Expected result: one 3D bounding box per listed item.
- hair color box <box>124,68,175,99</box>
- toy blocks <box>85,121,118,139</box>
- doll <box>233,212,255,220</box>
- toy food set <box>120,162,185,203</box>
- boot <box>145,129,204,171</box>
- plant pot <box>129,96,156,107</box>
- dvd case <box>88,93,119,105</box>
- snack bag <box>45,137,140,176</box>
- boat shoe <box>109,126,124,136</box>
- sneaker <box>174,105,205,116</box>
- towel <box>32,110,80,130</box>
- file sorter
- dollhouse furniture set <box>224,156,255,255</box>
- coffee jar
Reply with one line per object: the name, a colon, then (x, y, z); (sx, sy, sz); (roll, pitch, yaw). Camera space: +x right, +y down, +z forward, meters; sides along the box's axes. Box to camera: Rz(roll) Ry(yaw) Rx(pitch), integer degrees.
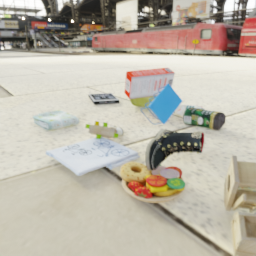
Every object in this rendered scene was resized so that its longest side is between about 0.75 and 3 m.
hair color box: (1.009, -2.140, 13.371); (2.281, 1.158, 0.698); (-9, 37, -22)
toy blocks: (-0.980, 0.175, 11.408); (1.362, 0.681, 0.931); (10, -7, 9)
doll: (2.964, 2.229, 6.080); (1.014, 0.360, 1.487); (-33, 33, -28)
toy food set: (0.737, 1.498, 8.042); (1.846, 0.454, 1.865); (-3, 19, -8)
boot: (1.424, 0.622, 8.424); (1.453, 0.694, 1.924); (0, 29, 27)
plant pot: (1.452, -1.874, 15.780); (1.907, 2.074, 2.074); (28, 31, 31)
dvd case: (-1.595, -1.878, 17.932); (1.601, 0.263, 2.130); (-5, 21, -16)
snack bag: (-1.270, 0.958, 9.871); (2.537, 0.272, 2.392); (-15, 24, -38)
boat shoe: (-0.529, 0.142, 12.100); (0.344, 0.376, 1.006); (-15, 15, -26)
sneaker: (3.251, -0.878, 14.586); (1.656, 0.583, 0.774); (-2, 14, -13)
towel: (-3.503, -0.411, 13.474); (1.624, 0.457, 1.897); (-17, 26, -38)
file sorter: (1.390, -0.961, 12.010); (1.459, 1.013, 0.895); (-50, 17, -24)
dollhouse furniture set: (3.551, 1.989, 6.197); (2.495, 1.387, 2.207); (4, 44, 11)
coffee jar: (3.557, -0.438, 13.060); (1.812, 0.773, 0.945); (14, 23, 32)
